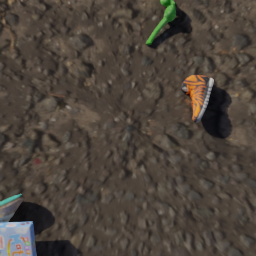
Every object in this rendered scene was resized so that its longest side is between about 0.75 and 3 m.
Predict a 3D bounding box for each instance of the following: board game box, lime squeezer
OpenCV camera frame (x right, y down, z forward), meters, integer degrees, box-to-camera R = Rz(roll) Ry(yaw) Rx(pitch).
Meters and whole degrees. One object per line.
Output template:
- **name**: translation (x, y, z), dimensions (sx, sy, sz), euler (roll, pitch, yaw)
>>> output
- **board game box**: translation (-3.304, 3.116, 7.307), dimensions (1.682, 0.308, 1.272), euler (-2, 100, -1)
- **lime squeezer**: translation (1.153, -4.140, 9.657), dimensions (0.983, 0.525, 2.784), euler (-8, 73, 30)

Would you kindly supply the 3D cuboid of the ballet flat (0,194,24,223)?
- **ballet flat**: translation (-3.681, 2.433, 7.667), dimensions (1.946, 0.662, 0.654), euler (-20, 95, 0)

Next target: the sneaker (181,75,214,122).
- **sneaker**: translation (2.013, -0.948, 8.643), dimensions (0.895, 0.620, 1.598), euler (17, 64, 9)
